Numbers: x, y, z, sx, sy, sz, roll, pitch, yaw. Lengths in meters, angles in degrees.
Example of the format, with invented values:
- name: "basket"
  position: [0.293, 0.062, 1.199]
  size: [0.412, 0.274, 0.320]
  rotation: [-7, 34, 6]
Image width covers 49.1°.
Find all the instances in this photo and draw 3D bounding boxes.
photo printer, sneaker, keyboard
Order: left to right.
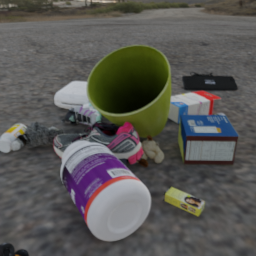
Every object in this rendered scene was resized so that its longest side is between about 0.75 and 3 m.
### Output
- name: "photo printer"
  position: [-2.159, -1.413, 12.449]
  size: [1.715, 0.716, 2.062]
  rotation: [7, 28, 13]
- name: "sneaker"
  position: [-1.787, -0.341, 10.425]
  size: [1.370, 0.762, 1.959]
  rotation: [-11, 20, -18]
- name: "sneaker"
  position: [-0.971, 0.338, 8.276]
  size: [2.962, 1.106, 1.194]
  rotation: [-1, 29, 27]
- name: "keyboard"
  position: [4.234, -2.321, 14.768]
  size: [2.745, 0.544, 1.429]
  rotation: [1, 50, 0]

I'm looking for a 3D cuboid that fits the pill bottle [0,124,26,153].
- name: "pill bottle"
  position: [-3.755, 0.342, 9.127]
  size: [0.601, 0.601, 1.065]
  rotation: [4, 28, 8]

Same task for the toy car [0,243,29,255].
- name: "toy car"
  position: [-1.187, 2.493, 4.177]
  size: [2.950, 1.447, 0.982]
  rotation: [5, 59, 24]

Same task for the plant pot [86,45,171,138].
- name: "plant pot"
  position: [0.333, -0.779, 8.898]
  size: [2.459, 2.628, 2.459]
  rotation: [-9, 60, 15]

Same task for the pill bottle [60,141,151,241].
- name: "pill bottle"
  position: [-0.674, 1.253, 6.428]
  size: [1.401, 1.401, 2.492]
  rotation: [-14, 30, -26]

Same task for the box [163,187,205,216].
- name: "box"
  position: [1.328, 1.753, 6.738]
  size: [0.944, 0.237, 0.355]
  rotation: [17, 31, 31]

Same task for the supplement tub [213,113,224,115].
- name: "supplement tub"
  position: [2.860, -0.092, 9.846]
  size: [1.160, 0.711, 0.711]
  rotation: [-11, 29, -21]

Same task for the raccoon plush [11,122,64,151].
- name: "raccoon plush"
  position: [-2.754, 0.453, 8.880]
  size: [1.084, 0.782, 1.617]
  rotation: [12, 35, 9]

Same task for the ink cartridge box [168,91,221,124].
- name: "ink cartridge box"
  position: [2.555, -0.889, 11.375]
  size: [2.127, 0.715, 1.236]
  rotation: [-12, 27, -23]

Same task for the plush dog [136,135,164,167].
- name: "plush dog"
  position: [0.470, 0.724, 8.390]
  size: [0.831, 0.777, 0.968]
  rotation: [-37, 39, -15]

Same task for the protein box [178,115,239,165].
- name: "protein box"
  position: [2.405, 0.331, 8.689]
  size: [1.480, 0.999, 1.470]
  rotation: [1, 27, 2]
